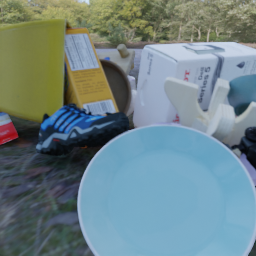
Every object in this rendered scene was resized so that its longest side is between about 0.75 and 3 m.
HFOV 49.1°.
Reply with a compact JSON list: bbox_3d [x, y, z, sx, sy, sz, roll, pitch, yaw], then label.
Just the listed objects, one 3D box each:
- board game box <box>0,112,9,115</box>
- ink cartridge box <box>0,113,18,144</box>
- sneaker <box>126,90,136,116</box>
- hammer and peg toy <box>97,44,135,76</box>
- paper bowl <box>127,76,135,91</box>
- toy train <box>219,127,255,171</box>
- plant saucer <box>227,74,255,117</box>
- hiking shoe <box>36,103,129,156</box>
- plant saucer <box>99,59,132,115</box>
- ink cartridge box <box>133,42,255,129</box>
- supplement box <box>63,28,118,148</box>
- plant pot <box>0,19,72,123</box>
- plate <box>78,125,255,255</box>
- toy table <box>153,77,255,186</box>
[{"bbox_3d":[-4.273,-0.692,7.733,1.649,0.471,1.684,26,38,24],"label":"board game box"},{"bbox_3d":[-2.980,0.005,6.559,0.552,0.319,0.950,-26,36,-22],"label":"ink cartridge box"},{"bbox_3d":[-0.641,-0.764,7.741,2.186,0.819,1.089,0,-28,43],"label":"sneaker"},{"bbox_3d":[-1.312,-1.957,10.020,2.947,1.039,2.167,2,56,27],"label":"hammer and peg toy"},{"bbox_3d":[-0.504,-1.500,10.620,1.538,0.800,1.538,-1,20,0],"label":"paper bowl"},{"bbox_3d":[1.079,0.626,3.797,2.914,0.497,0.667,-21,49,-7],"label":"toy train"},{"bbox_3d":[3.177,-0.072,5.113,2.984,0.409,2.984,25,-3,2],"label":"plant saucer"},{"bbox_3d":[-0.931,-0.084,5.082,2.076,0.900,0.772,-14,-17,29],"label":"hiking shoe"},{"bbox_3d":[-0.732,-0.822,7.196,1.847,1.847,0.272,8,4,22],"label":"plant saucer"},{"bbox_3d":[1.672,-0.871,6.661,2.800,2.037,1.176,-12,35,-29],"label":"ink cartridge box"},{"bbox_3d":[-0.980,-0.930,6.304,0.893,2.596,0.864,-11,-17,-26],"label":"supplement box"},{"bbox_3d":[-2.351,-1.330,6.795,1.974,2.239,2.238,4,7,-4],"label":"plant pot"},{"bbox_3d":[0.430,0.796,3.266,2.016,0.258,2.016,-2,51,3],"label":"plate"},{"bbox_3d":[1.442,-0.002,4.730,2.100,1.230,1.930,13,29,-3],"label":"toy table"}]
